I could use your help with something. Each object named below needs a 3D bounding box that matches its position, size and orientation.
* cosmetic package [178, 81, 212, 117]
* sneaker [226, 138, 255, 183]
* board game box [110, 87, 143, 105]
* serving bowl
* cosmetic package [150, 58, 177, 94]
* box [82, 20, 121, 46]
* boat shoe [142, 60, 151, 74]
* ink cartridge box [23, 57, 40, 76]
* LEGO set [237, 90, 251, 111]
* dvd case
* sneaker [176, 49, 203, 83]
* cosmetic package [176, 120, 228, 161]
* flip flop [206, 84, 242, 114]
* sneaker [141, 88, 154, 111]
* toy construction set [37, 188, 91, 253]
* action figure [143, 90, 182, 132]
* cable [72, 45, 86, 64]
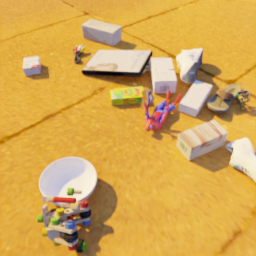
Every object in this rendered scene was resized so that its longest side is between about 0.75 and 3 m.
[{"bbox_3d":[2.616,-1.151,10.835,0.706,0.433,1.710,22,48,21],"label":"cosmetic package"},{"bbox_3d":[3.516,1.099,8.444,0.816,0.694,1.845,-12,37,5],"label":"sneaker"},{"bbox_3d":[-0.025,-1.265,11.039,1.330,0.317,0.676,-5,44,-5],"label":"board game box"},{"bbox_3d":[-1.659,1.584,7.924,1.575,0.518,1.575,0,44,0],"label":"serving bowl"},{"bbox_3d":[1.457,-2.233,11.804,0.931,0.678,1.831,-1,45,-2],"label":"cosmetic package"},{"bbox_3d":[-1.368,-4.980,14.605,1.915,0.745,0.909,23,48,22],"label":"box"},{"bbox_3d":[0.769,-2.807,12.614,0.422,0.367,1.144,33,53,29],"label":"boat shoe"},{"bbox_3d":[-4.311,-2.780,12.563,0.683,0.396,0.947,-9,45,-9],"label":"ink cartridge box"},{"bbox_3d":[4.446,-1.064,10.632,0.459,0.609,0.792,-12,35,12],"label":"LEGO set"},{"bbox_3d":[-0.474,-2.923,12.515,2.766,0.243,1.973,7,43,20],"label":"dvd case"},{"bbox_3d":[2.559,-2.708,12.240,1.053,0.924,2.627,9,37,20],"label":"sneaker"},{"bbox_3d":[2.387,0.382,9.095,1.450,0.633,0.749,-21,47,-20],"label":"cosmetic package"},{"bbox_3d":[3.757,-1.244,10.803,0.864,0.613,2.130,33,53,30],"label":"flip flop"},{"bbox_3d":[0.768,-1.008,10.448,0.477,0.397,1.059,25,53,-31],"label":"sneaker"},{"bbox_3d":[-1.692,2.142,6.636,1.306,1.700,1.418,1,35,8],"label":"toy construction set"},{"bbox_3d":[1.204,-0.788,10.034,0.741,1.125,2.272,22,50,22],"label":"action figure"},{"bbox_3d":[-2.471,-3.567,13.425,0.660,0.342,1.359,5,44,6],"label":"cable"}]
